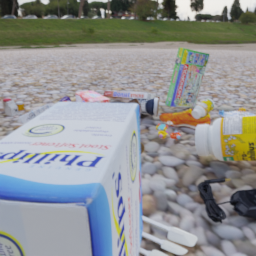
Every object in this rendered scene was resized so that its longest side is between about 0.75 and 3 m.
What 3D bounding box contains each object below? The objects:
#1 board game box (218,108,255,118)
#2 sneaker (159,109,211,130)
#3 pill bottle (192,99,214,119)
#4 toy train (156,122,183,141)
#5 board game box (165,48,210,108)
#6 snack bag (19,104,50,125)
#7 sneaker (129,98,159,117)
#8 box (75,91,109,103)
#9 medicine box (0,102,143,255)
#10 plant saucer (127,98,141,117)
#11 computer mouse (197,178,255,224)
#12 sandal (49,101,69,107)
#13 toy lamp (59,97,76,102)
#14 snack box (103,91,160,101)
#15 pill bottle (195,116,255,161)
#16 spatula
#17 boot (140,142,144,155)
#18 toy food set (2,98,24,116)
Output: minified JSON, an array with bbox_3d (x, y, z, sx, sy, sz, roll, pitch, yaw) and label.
[{"bbox_3d":[5.089,-0.571,12.540,1.497,0.194,1.497,-8,22,-22],"label":"board game box"},{"bbox_3d":[2.286,-0.438,11.338,2.086,0.805,0.761,7,22,21],"label":"sneaker"},{"bbox_3d":[2.878,-0.722,10.806,0.890,0.502,0.502,-35,35,-26],"label":"pill bottle"},{"bbox_3d":[1.451,0.182,10.117,0.832,0.308,1.108,-9,31,-8],"label":"toy train"},{"bbox_3d":[2.791,-2.289,13.201,1.791,2.661,0.387,-2,22,-38],"label":"board game box"},{"bbox_3d":[-2.785,-0.160,8.861,1.039,0.979,0.111,-23,29,-4],"label":"snack bag"},{"bbox_3d":[0.633,-0.935,12.197,1.209,0.781,2.229,5,3,-4],"label":"sneaker"},{"bbox_3d":[-1.616,-1.001,12.577,0.902,0.978,1.906,-11,22,-28],"label":"box"},{"bbox_3d":[-0.693,1.252,3.901,1.489,2.635,2.893,1,20,9],"label":"medicine box"},{"bbox_3d":[0.025,-0.349,10.417,0.254,1.583,1.583,26,11,-22],"label":"plant saucer"},{"bbox_3d":[2.681,1.607,6.360,2.165,0.498,1.520,-9,20,-2],"label":"computer mouse"},{"bbox_3d":[-3.091,-0.805,12.560,1.672,0.641,0.479,-4,-12,7],"label":"sandal"},{"bbox_3d":[-2.833,-1.465,14.474,0.567,0.567,1.947,10,20,24],"label":"toy lamp"},{"bbox_3d":[0.115,-1.588,14.091,2.926,0.356,1.052,9,1,42],"label":"snack box"},{"bbox_3d":[3.140,0.315,8.007,2.254,1.271,1.271,-3,17,26],"label":"pill bottle"},{"bbox_3d":[0.420,2.124,5.445,1.586,0.127,1.103,11,26,34],"label":"spatula"},{"bbox_3d":[-0.290,0.485,9.270,1.643,0.630,1.275,1,9,2],"label":"boot"},{"bbox_3d":[-5.787,-1.086,12.687,1.112,1.048,2.329,9,22,22],"label":"toy food set"}]
